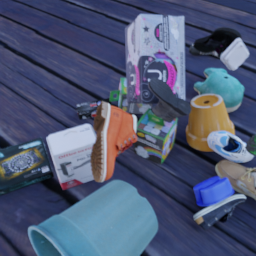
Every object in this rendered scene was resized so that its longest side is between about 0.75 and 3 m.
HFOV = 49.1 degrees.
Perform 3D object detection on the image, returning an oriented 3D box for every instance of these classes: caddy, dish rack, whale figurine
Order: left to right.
[{"bbox_3d":[2.826,2.152,9.264,1.327,0.938,0.697,-21,92,-18],"label":"caddy"},{"bbox_3d":[4.166,-2.000,12.694,2.274,1.483,2.859,5,47,5],"label":"whale figurine"},{"bbox_3d":[3.862,-2.560,9.988,0.932,1.086,0.236,-49,48,15],"label":"dish rack"}]

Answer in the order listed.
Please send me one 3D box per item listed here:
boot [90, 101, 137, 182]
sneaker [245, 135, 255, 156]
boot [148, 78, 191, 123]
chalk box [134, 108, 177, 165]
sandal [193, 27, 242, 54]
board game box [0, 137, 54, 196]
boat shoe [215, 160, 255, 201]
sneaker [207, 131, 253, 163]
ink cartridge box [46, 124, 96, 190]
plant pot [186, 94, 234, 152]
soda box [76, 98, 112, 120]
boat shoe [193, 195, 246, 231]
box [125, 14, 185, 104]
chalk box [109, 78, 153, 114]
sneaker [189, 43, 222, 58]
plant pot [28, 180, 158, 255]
[{"bbox_3d":[-0.290,0.387,7.028,1.178,0.824,2.196,19,53,-20],"label":"boot"},{"bbox_3d":[3.680,0.580,6.425,1.862,0.793,0.727,6,52,17],"label":"sneaker"},{"bbox_3d":[1.035,-0.764,8.813,1.694,1.115,0.591,40,58,-16],"label":"boot"},{"bbox_3d":[1.011,0.166,10.365,1.225,1.963,1.217,23,51,20],"label":"chalk box"},{"bbox_3d":[3.354,-3.154,10.765,1.009,2.685,0.643,26,87,-14],"label":"sandal"},{"bbox_3d":[-4.270,1.462,10.253,2.712,0.382,1.834,-18,50,-15],"label":"board game box"},{"bbox_3d":[4.318,1.840,9.531,2.763,0.917,1.023,33,55,27],"label":"boat shoe"},{"bbox_3d":[3.803,0.766,9.927,2.420,0.870,0.877,21,-1,-34],"label":"sneaker"},{"bbox_3d":[-1.768,1.026,9.507,1.509,2.055,0.852,-18,50,-16],"label":"ink cartridge box"},{"bbox_3d":[3.053,-0.306,10.650,1.823,1.669,1.823,-11,30,7],"label":"plant pot"},{"bbox_3d":[-1.468,-0.839,12.301,1.533,0.486,0.543,-13,50,-11],"label":"soda box"},{"bbox_3d":[2.998,2.681,8.914,1.946,0.726,0.606,-18,61,-21],"label":"boat shoe"},{"bbox_3d":[0.874,-2.264,9.811,1.629,2.839,1.876,-4,6,-15],"label":"box"},{"bbox_3d":[0.125,-1.394,12.240,1.844,1.147,1.142,4,47,-7],"label":"chalk box"},{"bbox_3d":[4.459,-4.237,15.262,2.105,0.790,1.216,-17,52,-16],"label":"sneaker"},{"bbox_3d":[-0.760,2.942,7.543,2.706,2.706,2.651,34,49,27],"label":"plant pot"}]
